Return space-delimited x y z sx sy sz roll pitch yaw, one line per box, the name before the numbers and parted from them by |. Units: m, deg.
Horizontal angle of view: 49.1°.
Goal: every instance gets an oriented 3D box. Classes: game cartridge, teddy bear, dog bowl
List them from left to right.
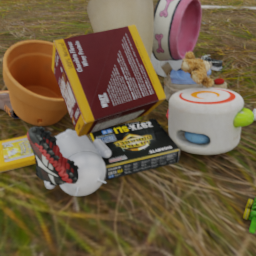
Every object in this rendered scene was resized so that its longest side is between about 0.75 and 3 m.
game cartridge | -3.447 0.734 9.208 1.637 0.266 1.443 -15 37 -20
dog bowl | 2.043 -4.073 11.383 1.068 2.896 2.896 21 39 28
teddy bear | 2.382 -1.989 9.485 1.893 0.632 1.373 2 49 -54

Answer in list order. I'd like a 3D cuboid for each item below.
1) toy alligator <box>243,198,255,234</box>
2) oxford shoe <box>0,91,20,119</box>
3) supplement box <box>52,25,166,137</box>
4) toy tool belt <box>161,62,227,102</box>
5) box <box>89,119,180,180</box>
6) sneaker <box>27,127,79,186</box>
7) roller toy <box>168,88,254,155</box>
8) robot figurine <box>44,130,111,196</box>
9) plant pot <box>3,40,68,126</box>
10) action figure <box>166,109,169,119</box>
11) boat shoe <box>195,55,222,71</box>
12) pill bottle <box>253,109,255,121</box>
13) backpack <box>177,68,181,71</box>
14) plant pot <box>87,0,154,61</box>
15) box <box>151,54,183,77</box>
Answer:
toy alligator | 3.376 1.934 7.203 0.526 0.481 1.774 18 38 25
oxford shoe | -4.615 -0.870 11.144 2.334 0.832 0.851 9 39 13
supplement box | -0.554 -1.130 6.892 2.039 1.354 2.011 -19 82 -20
toy tool belt | 2.821 -2.133 11.911 2.729 1.677 1.704 -7 30 6
box | 0.138 0.593 9.130 2.453 0.605 1.959 -11 34 -15
sneaker | -1.766 0.695 6.055 0.816 1.670 0.590 -19 37 12
roller toy | 2.497 -0.228 9.269 2.336 1.790 2.561 -8 24 -10
robot figurine | -1.470 0.978 7.871 1.984 1.321 2.339 -31 41 -12
plant pot | -3.096 -1.460 10.268 2.920 2.044 2.920 16 48 -19
action figure | 1.868 -0.704 11.308 0.484 0.382 1.479 19 39 16
boat shoe | 4.335 -3.696 15.523 0.677 0.627 1.835 -28 43 -35
pill bottle | 5.328 -0.429 10.645 1.073 0.601 0.601 9 35 12
backpack | 2.810 -2.727 14.044 0.799 0.646 0.839 -28 34 -25
plant pot | -0.084 -3.126 9.887 2.386 2.548 2.386 -10 -8 -1
box | 1.577 -4.235 14.984 1.472 2.108 2.768 -24 40 -31
